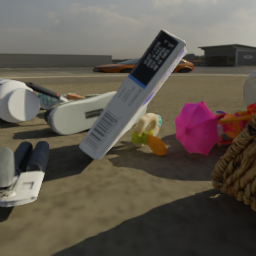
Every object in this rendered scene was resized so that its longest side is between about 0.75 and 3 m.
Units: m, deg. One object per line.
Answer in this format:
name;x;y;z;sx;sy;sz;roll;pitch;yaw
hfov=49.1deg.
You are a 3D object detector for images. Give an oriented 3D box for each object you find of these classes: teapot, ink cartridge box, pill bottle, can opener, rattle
teapot;4.017;-0.874;7.206;1.394;1.884;1.909;-26;61;-8
ink cartridge box;0.245;-0.713;5.590;0.529;2.416;2.439;37;17;3
pill bottle;-3.756;-0.871;8.946;1.287;1.287;2.317;-11;18;-40
can opener;-1.604;0.475;4.303;0.628;0.787;2.355;-2;13;-10
rattle;0.711;0.118;6.217;0.903;0.823;1.265;10;4;31

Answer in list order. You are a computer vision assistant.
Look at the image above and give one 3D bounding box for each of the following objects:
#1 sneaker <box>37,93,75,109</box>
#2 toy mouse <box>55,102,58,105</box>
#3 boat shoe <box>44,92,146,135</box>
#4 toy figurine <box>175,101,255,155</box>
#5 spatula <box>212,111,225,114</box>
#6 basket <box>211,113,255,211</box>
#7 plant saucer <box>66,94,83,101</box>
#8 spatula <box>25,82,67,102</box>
sneaker;-2.883;-1.052;11.491;1.786;0.693;0.815;3;-3;-5
toy mouse;-2.014;-0.659;9.956;1.454;0.317;1.636;12;11;18
boat shoe;-0.878;-0.529;8.017;2.974;1.052;0.947;-10;18;-30
toy figurine;2.000;-0.080;5.821;2.080;1.697;2.260;-8;-10;4
spatula;2.721;-0.491;9.453;1.752;0.180;0.495;-2;6;-23
basket;2.707;0.062;3.538;2.727;1.946;2.031;-6;16;-25
plant saucer;-1.310;-0.911;10.421;2.007;0.324;2.007;12;6;-1
spatula;-1.915;-0.775;8.498;2.490;0.256;0.704;29;27;-18
